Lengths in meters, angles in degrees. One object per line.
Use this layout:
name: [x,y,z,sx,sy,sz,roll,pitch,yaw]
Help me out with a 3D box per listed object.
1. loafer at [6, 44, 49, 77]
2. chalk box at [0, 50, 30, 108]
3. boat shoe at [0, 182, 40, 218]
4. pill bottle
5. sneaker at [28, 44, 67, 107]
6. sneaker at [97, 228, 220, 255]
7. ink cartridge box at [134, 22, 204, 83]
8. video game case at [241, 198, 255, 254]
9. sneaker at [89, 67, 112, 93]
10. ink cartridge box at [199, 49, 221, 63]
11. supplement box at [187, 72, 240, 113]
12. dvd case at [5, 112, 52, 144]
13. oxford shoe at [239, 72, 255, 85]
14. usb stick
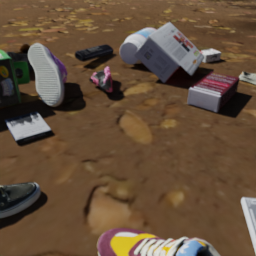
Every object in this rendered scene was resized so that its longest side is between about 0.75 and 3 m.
loafer: [-4.350,-3.229,12.454,1.041,1.034,2.860,6,32,11]
chalk box: [-4.717,-1.644,9.396,2.671,1.667,1.656,-21,39,-32]
boat shoe: [-2.685,1.449,5.544,1.853,0.524,0.636,-18,36,-25]
pill bottle: [0.595,-3.788,13.071,1.316,1.316,2.421,15,34,22]
sneaker: [-2.589,-1.761,10.205,0.977,1.536,2.695,-29,63,14]
sneaker: [0.638,1.961,4.160,2.521,1.136,0.945,16,36,24]
ink cartridge box: [1.818,-3.007,11.699,2.245,1.072,2.557,43,41,-1]
video game case: [2.902,1.900,5.174,1.282,0.165,1.411,4,33,6]
sneaker: [-1.050,-1.765,10.595,0.854,0.708,1.791,-8,25,0]
ink cartridge box: [3.866,-3.461,13.431,0.916,0.380,0.673,-15,35,-22]
supplement box: [3.019,-1.310,9.816,1.096,0.613,2.014,22,38,30]
dvd case: [-2.957,-0.037,8.234,0.999,0.164,1.329,-19,37,-28]
oxford shoe: [5.024,-1.929,11.036,1.260,0.364,0.474,24,38,29]
usb stick: [-1.580,-3.593,13.387,0.673,0.396,2.426,37,37,14]
